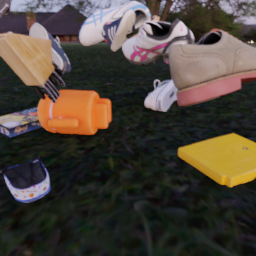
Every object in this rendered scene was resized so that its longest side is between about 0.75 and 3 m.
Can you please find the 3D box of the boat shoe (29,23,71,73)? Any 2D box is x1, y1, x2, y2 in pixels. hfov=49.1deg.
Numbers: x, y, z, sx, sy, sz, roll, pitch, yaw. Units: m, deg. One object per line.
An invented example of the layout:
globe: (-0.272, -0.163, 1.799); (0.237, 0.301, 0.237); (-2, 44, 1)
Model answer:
boat shoe: (-2.625, -2.688, 9.512); (2.083, 0.780, 0.644); (51, 25, 18)

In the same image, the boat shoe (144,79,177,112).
boat shoe: (1.524, -1.551, 12.713); (1.267, 1.098, 2.972); (8, 32, 28)

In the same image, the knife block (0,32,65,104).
knife block: (-2.332, -1.357, 6.783); (0.584, 1.603, 1.826); (3, 10, 29)

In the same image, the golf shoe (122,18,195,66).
golf shoe: (0.512, -1.807, 5.717); (2.015, 0.928, 0.731); (16, 59, 50)

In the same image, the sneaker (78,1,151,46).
sneaker: (-0.442, -3.622, 9.795); (2.827, 1.016, 1.024); (-31, 53, -18)

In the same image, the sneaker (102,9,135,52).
sneaker: (-0.358, -2.893, 8.018); (0.628, 0.708, 1.675); (-42, -1, -27)

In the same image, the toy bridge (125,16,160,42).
toy bridge: (0.604, -3.917, 11.202); (1.661, 0.226, 0.558); (-38, 32, 1)

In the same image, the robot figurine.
robot figurine: (-1.863, -0.524, 9.353); (2.534, 1.478, 1.823); (3, 62, 7)

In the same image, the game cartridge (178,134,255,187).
game cartridge: (2.747, 0.797, 7.519); (2.144, 0.348, 1.890); (-13, 25, -24)

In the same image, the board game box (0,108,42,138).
board game box: (-3.688, -0.261, 10.154); (1.343, 0.343, 1.983); (17, 28, 38)

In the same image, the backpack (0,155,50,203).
backpack: (-2.123, 1.158, 5.970); (0.965, 0.743, 0.919); (-23, 29, -25)

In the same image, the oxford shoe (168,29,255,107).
oxford shoe: (1.886, -1.282, 4.946); (2.920, 1.092, 1.029); (-24, 6, -36)

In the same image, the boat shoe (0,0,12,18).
boat shoe: (-3.684, -3.143, 7.751); (0.713, 0.608, 2.132); (-22, 34, 28)
